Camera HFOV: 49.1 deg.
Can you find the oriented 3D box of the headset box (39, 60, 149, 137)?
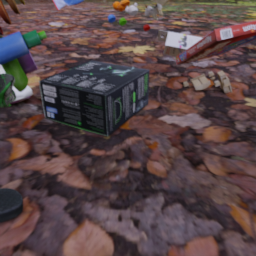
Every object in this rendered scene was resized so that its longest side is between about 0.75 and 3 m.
[{"bbox_3d":[-0.954,-1.205,9.449,2.544,1.356,2.922,15,32,25],"label":"headset box"}]

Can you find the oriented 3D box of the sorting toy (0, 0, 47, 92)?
[{"bbox_3d":[-2.342,-1.951,5.814,1.060,2.581,1.551,-25,48,-11],"label":"sorting toy"}]

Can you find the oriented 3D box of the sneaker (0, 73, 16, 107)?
[{"bbox_3d":[-2.302,-0.704,5.291,0.399,0.937,0.366,-1,65,-38],"label":"sneaker"}]

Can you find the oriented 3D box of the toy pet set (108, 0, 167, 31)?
[{"bbox_3d":[0.434,-4.494,9.501,2.109,1.970,1.120,-8,70,-49],"label":"toy pet set"}]

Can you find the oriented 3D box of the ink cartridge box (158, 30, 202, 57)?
[{"bbox_3d":[1.866,-3.032,10.361,1.662,0.564,0.957,13,-5,6],"label":"ink cartridge box"}]

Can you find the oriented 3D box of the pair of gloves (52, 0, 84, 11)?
[{"bbox_3d":[-1.717,-3.746,7.323,0.995,1.238,0.141,-33,6,-8],"label":"pair of gloves"}]

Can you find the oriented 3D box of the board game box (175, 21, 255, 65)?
[{"bbox_3d":[1.821,-1.665,5.611,1.170,0.221,2.273,-13,5,-5],"label":"board game box"}]

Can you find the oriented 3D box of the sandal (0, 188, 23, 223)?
[{"bbox_3d":[-3.282,1.812,5.006,2.742,0.656,1.031,-6,27,-36],"label":"sandal"}]

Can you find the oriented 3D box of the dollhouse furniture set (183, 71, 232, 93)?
[{"bbox_3d":[3.162,-1.556,11.227,1.592,0.777,1.358,-21,26,12],"label":"dollhouse furniture set"}]

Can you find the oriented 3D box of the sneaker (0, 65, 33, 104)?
[{"bbox_3d":[-4.734,-1.704,10.342,2.763,1.376,1.034,17,33,24],"label":"sneaker"}]
